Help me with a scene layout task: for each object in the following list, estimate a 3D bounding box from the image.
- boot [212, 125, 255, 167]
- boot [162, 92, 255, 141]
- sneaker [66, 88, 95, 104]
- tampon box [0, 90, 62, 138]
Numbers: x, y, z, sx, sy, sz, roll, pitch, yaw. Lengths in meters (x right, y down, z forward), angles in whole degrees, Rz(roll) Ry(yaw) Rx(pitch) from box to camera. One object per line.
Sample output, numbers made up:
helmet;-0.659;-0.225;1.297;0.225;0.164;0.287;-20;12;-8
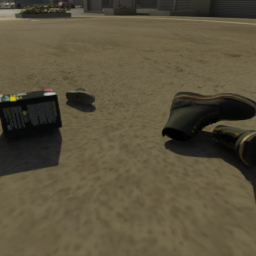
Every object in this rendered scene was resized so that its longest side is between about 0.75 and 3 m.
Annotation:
boot;2.611;0.336;7.019;1.457;0.816;2.107;17;8;35
boot;2.300;-0.165;8.040;2.439;0.945;1.687;5;45;27
sneaker;-1.692;-1.296;10.761;1.303;0.487;0.692;13;32;28
tampon box;-2.938;-0.500;8.395;1.627;1.027;1.219;-11;19;-20
